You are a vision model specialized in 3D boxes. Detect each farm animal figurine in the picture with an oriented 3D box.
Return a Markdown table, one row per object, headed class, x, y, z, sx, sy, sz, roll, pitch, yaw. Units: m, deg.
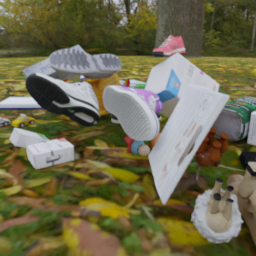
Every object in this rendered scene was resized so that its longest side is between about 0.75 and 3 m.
| class | x | y | z | sx | sy | sz | roll | pitch | yaw |
| --- | --- | --- | --- | --- | --- | --- | --- | --- | --- |
| farm animal figurine | 2.494 | 1.212 | 5.056 | 2.754 | 1.436 | 2.723 | 10 | 32 | 7 |

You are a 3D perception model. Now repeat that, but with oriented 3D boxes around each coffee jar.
| class | x | y | z | sx | sy | sz | roll | pitch | yaw |
| --- | --- | --- | --- | --- | --- | --- | --- | --- | --- |
| coffee jar | 4.072 | -0.415 | 10.059 | 2.737 | 1.168 | 1.428 | -17 | 25 | -42 |

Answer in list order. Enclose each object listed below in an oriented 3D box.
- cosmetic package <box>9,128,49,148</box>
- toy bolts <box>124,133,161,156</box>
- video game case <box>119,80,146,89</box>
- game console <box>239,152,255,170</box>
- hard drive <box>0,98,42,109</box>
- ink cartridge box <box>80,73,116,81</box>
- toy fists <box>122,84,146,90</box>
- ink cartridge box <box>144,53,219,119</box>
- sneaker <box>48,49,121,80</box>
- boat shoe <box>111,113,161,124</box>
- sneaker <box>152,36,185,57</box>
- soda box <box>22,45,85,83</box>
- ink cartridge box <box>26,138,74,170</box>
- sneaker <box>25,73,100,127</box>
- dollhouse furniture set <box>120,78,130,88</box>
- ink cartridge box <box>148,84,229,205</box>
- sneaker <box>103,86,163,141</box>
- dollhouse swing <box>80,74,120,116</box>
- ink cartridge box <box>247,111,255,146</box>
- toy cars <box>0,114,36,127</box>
| class | x | y | z | sx | sy | sz | roll | pitch | yaw |
| --- | --- | --- | --- | --- | --- | --- | --- | --- | --- |
| cosmetic package | -2.829 | 0.361 | 8.060 | 0.946 | 0.401 | 0.509 | 22 | 5 | -47 |
| toy bolts | 0.563 | 0.298 | 8.240 | 1.224 | 1.169 | 0.849 | -30 | 35 | -27 |
| video game case | -0.178 | -2.991 | 19.327 | 2.389 | 0.263 | 2.177 | -10 | 20 | -26 |
| game console | 3.701 | 1.131 | 6.769 | 1.533 | 0.313 | 2.598 | 3 | 17 | 9 |
| hard drive | -4.998 | -1.242 | 13.974 | 2.278 | 0.289 | 1.503 | 0 | 18 | -1 |
| ink cartridge box | -2.050 | -3.003 | 17.857 | 2.660 | 1.016 | 1.815 | -9 | 19 | -3 |
| toy fists | 0.259 | -2.236 | 16.435 | 2.015 | 0.693 | 1.027 | -2 | 11 | -1 |
| ink cartridge box | 1.790 | -1.060 | 9.094 | 2.174 | 1.398 | 1.362 | 31 | -25 | -23 |
| sneaker | -1.523 | -2.037 | 9.837 | 2.530 | 0.945 | 1.037 | 2 | -28 | -26 |
| boat shoe | 0.339 | -0.576 | 11.388 | 2.080 | 0.627 | 0.786 | -5 | 23 | -11 |
| sneaker | 1.291 | -2.674 | 9.157 | 1.447 | 0.628 | 0.533 | -22 | 21 | -39 |
| soda box | -2.670 | -2.192 | 10.650 | 2.386 | 0.814 | 0.757 | -31 | 65 | -21 |
| ink cartridge box | -2.174 | 0.699 | 7.813 | 1.097 | 0.465 | 0.799 | -10 | 21 | -31 |
| sneaker | -2.012 | -1.122 | 8.969 | 2.519 | 0.951 | 1.450 | 33 | 31 | -28 |
| dollhouse furniture set | 0.006 | -1.126 | 10.794 | 0.605 | 0.801 | 1.488 | -1 | 55 | 20 |
| ink cartridge box | 1.285 | 0.228 | 5.880 | 0.639 | 2.163 | 2.702 | 27 | 11 | -7 |
| sneaker | 0.472 | -0.521 | 7.400 | 1.534 | 0.975 | 2.690 | 1 | 27 | -25 |
| dollhouse swing | -1.151 | -1.357 | 11.395 | 1.440 | 1.585 | 1.393 | -18 | 0 | -24 |
| ink cartridge box | 5.374 | 0.112 | 8.574 | 1.885 | 1.094 | 2.612 | -17 | 25 | -41 |
| toy cars | -4.582 | -0.292 | 10.915 | 1.833 | 0.406 | 0.822 | -3 | 18 | -9 |
